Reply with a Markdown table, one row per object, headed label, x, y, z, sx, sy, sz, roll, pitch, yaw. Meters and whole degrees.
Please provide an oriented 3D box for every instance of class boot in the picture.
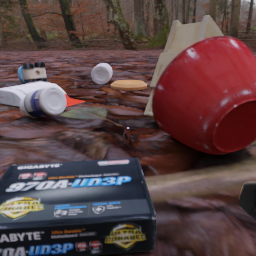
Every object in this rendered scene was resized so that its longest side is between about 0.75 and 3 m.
| label | x | y | z | sx | sy | sz | roll | pitch | yaw |
| --- | --- | --- | --- | --- | --- | --- | --- | --- | --- |
| boot | 2.154 | 0.933 | 3.509 | 1.448 | 0.561 | 1.002 | 21 | 19 | 17 |

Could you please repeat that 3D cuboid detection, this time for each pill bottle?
| label | x | y | z | sx | sy | sz | roll | pitch | yaw |
| --- | --- | --- | --- | --- | --- | --- | --- | --- | --- |
| pill bottle | -1.243 | -2.690 | 13.736 | 0.910 | 0.910 | 1.605 | 1 | 18 | 3 |
| pill bottle | -2.371 | -0.661 | 7.613 | 1.360 | 0.755 | 0.755 | -4 | 11 | 43 |

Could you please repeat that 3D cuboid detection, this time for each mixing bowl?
| label | x | y | z | sx | sy | sz | roll | pitch | yaw |
| --- | --- | --- | --- | --- | --- | --- | --- | --- | --- |
| mixing bowl | 1.728 | -0.369 | 5.169 | 2.301 | 2.301 | 1.246 | -6 | 37 | -19 |

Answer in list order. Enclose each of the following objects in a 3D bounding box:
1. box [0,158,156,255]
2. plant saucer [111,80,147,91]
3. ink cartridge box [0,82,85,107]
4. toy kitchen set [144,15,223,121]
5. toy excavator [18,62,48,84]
| label | x | y | z | sx | sy | sz | roll | pitch | yaw |
| --- | --- | --- | --- | --- | --- | --- | --- | --- | --- |
| box | -0.708 | 0.914 | 3.503 | 1.907 | 0.439 | 1.516 | -2 | 18 | -4 |
| plant saucer | 0.039 | -1.939 | 12.513 | 1.622 | 0.262 | 1.622 | 1 | 18 | 0 |
| ink cartridge box | -2.960 | -1.127 | 9.612 | 2.323 | 0.663 | 1.888 | 7 | 19 | 33 |
| toy kitchen set | 2.311 | -1.129 | 7.441 | 2.231 | 2.735 | 2.467 | 11 | -10 | 43 |
| toy excavator | -4.721 | -2.619 | 13.696 | 2.003 | 1.001 | 1.948 | 2 | 15 | 35 |
